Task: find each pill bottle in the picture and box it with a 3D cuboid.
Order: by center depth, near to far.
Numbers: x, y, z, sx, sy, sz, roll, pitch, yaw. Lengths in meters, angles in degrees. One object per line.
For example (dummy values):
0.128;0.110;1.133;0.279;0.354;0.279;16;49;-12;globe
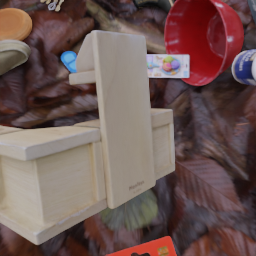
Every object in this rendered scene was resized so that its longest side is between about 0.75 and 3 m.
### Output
2.784;-1.243;5.753;0.755;1.360;0.755;-1;102;-6;pill bottle

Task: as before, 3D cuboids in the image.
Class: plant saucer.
-3.690;-3.195;8.648;1.381;0.258;1.381;0;68;0;plant saucer

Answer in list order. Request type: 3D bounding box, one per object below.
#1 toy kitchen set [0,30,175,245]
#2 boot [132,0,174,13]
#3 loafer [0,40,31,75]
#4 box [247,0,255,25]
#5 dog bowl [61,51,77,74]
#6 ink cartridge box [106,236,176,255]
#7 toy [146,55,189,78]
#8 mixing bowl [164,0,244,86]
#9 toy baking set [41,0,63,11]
-0.982;-0.171;4.455;2.467;2.735;2.231;5;103;41;toy kitchen set
0.769;-3.918;8.857;1.002;0.561;1.448;-27;56;-6;boot
-3.756;-1.728;7.758;2.247;0.850;0.767;-18;69;2;loafer
3.170;-3.394;6.456;1.516;0.439;1.907;-49;119;-31;box
-1.609;-1.874;8.121;0.439;0.195;0.788;-35;72;-13;dog bowl
0.395;3.631;5.613;1.888;0.663;2.323;-15;72;-6;ink cartridge box
1.087;-1.800;7.941;1.252;0.296;0.721;1;75;11;toy
2.143;-2.382;7.410;1.246;2.301;2.301;-19;68;-24;mixing bowl
-2.402;-4.181;9.155;0.751;0.114;0.979;-43;73;-13;toy baking set
